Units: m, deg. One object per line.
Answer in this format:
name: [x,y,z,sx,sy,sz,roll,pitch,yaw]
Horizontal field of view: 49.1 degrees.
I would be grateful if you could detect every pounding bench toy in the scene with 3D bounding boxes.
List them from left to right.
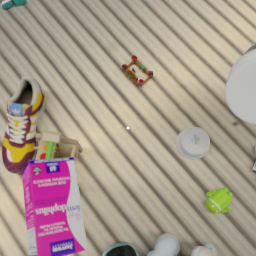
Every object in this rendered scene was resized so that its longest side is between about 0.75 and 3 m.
pounding bench toy: [-2.006,0.931,7.375,1.103,1.775,1.384,9,73,3]

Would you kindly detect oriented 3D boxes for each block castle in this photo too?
block castle: [0.293,-1.813,8.917,0.620,0.435,0.928,-42,78,-11]

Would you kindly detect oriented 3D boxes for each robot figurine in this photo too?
robot figurine: [2.489,2.010,7.727,0.812,0.470,0.712,-40,89,-12]

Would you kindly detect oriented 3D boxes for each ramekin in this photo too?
ramekin: [1.934,0.412,8.224,0.969,0.451,0.969,0,73,1]

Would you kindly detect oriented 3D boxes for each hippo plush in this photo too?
hippo plush: [1.225,3.553,7.016,1.509,1.495,1.876,16,64,33]

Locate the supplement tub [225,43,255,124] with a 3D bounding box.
supplement tub: [2.976,-1.063,5.945,1.463,1.463,2.085,39,41,11]

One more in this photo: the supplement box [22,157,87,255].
supplement box: [-1.322,1.397,4.898,0.810,0.827,1.600,-2,70,-30]

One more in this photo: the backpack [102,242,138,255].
backpack: [-0.151,3.495,7.055,1.001,0.873,1.139,-18,84,-8]

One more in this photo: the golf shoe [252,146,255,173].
golf shoe: [3.805,1.018,8.061,0.517,0.426,1.095,-12,72,-4]

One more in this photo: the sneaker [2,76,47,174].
sneaker: [-3.092,-0.119,7.972,1.031,1.239,2.751,5,73,1]

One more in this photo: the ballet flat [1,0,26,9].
ballet flat: [-4.032,-4.441,9.827,0.872,0.303,0.303,-21,74,-5]
